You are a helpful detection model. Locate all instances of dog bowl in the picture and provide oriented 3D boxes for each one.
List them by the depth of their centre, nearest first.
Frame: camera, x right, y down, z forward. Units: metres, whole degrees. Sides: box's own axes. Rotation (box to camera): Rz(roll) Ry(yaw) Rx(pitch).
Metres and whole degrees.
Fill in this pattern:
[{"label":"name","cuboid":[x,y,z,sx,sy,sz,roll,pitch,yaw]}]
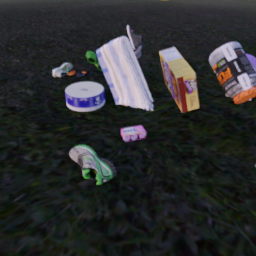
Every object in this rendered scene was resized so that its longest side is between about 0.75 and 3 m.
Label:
[{"label":"dog bowl","cuboid":[-2.006,-1.481,13.065,1.797,0.708,1.797,0,33,0]}]

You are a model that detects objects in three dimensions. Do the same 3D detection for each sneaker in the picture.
[{"label":"sneaker","cuboid":[-1.275,1.146,8.931,1.838,0.717,0.783,26,41,34]},{"label":"sneaker","cuboid":[0.291,-3.598,10.977,0.491,0.991,0.350,-19,-4,13]},{"label":"sneaker","cuboid":[-3.627,-3.216,16.068,0.666,0.578,1.504,29,47,20]}]

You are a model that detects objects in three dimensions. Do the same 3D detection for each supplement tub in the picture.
[{"label":"supplement tub","cuboid":[3.281,-1.655,8.573,1.037,1.037,1.692,-16,73,-23]}]

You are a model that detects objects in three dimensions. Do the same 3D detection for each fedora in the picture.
[{"label":"fedora","cuboid":[0.226,-3.440,12.716,0.967,0.494,1.093,-35,43,1]}]

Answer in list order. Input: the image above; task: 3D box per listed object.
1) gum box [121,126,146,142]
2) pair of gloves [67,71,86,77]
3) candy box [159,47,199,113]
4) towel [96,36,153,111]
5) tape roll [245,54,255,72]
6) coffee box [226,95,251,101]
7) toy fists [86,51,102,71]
[{"label":"gum box","cuboid":[0.183,0.226,10.758,0.903,0.299,0.513,-10,34,-15]},{"label":"pair of gloves","cuboid":[-2.981,-3.109,16.186,0.931,0.115,0.830,11,33,12]},{"label":"candy box","cuboid":[1.720,-1.713,9.678,0.651,1.346,2.307,-15,36,3]},{"label":"towel","cuboid":[-0.239,-1.598,8.735,0.349,2.156,2.936,-27,16,-15]},{"label":"tape roll","cuboid":[4.099,-1.967,10.191,1.360,1.360,0.446,10,6,15]},{"label":"coffee box","cuboid":[5.785,-2.272,14.172,1.202,0.849,2.127,14,35,21]},{"label":"toy fists","cuboid":[-1.476,-3.058,12.787,0.380,1.106,0.564,-33,45,29]}]
